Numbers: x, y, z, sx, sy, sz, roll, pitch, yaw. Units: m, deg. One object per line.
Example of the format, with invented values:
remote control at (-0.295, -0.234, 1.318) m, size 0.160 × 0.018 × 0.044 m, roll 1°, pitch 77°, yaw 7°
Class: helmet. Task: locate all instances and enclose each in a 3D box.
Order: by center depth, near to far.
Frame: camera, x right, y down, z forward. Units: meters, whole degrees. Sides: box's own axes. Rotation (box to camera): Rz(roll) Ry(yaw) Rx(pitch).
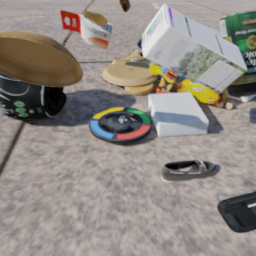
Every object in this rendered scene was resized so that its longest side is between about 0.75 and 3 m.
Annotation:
helmet at (-3.872, -1.578, 10.583) m, size 2.600 × 2.727 × 2.727 m, roll 9°, pitch 34°, yaw 10°

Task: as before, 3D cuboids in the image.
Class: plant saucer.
plant saucer at (-2.451, -1.817, 7.342) m, size 2.632 × 2.632 × 0.466 m, roll 5°, pitch 75°, yaw 8°

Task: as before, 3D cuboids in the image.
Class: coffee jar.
coffee jar at (3.821, -2.348, 9.069) m, size 1.384 × 2.654 × 1.132 m, roll -12°, pitch 14°, yaw -4°

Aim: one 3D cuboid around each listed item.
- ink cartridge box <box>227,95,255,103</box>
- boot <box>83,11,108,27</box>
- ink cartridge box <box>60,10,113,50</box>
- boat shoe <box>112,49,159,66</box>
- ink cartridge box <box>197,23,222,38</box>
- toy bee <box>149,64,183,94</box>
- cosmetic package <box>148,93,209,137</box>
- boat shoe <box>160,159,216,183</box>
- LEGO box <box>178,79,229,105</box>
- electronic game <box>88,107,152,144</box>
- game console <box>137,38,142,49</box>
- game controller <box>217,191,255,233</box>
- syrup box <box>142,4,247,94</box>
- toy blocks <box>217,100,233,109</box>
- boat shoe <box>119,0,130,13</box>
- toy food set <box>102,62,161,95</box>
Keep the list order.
ink cartridge box at (4.840, -2.014, 12.814) m, size 1.921 × 0.810 × 1.403 m, roll 25°, pitch 41°, yaw 33°
boot at (-1.083, -4.037, 10.577) m, size 1.036 × 0.377 × 0.806 m, roll 25°, pitch 11°, yaw 19°
ink cartridge box at (-1.821, -4.146, 11.993) m, size 2.177 × 0.546 × 1.765 m, roll 10°, pitch -8°, yaw -8°
boat shoe at (0.490, -3.933, 15.660) m, size 2.764 × 0.918 × 1.023 m, roll -7°, pitch 34°, yaw -11°
ink cartridge box at (2.887, -3.054, 10.597) m, size 1.656 × 1.637 × 0.389 m, roll 14°, pitch 63°, yaw -16°
toy bee at (1.762, -2.312, 12.845) m, size 1.909 × 1.585 × 2.917 m, roll 35°, pitch 12°, yaw 19°
cosmetic package at (1.830, -0.576, 10.792) m, size 1.769 × 0.606 × 2.346 m, roll -1°, pitch 33°, yaw -6°
boat shoe at (1.800, 1.190, 8.179) m, size 1.750 × 0.499 × 0.585 m, roll -9°, pitch 34°, yaw -13°
LEGO box at (3.297, -1.685, 12.119) m, size 1.855 × 0.716 × 1.381 m, roll 14°, pitch 34°, yaw 38°
electronic game at (-0.282, -0.150, 10.251) m, size 2.326 × 0.484 × 2.326 m, roll 0°, pitch 33°, yaw 0°
game console at (0.986, -2.933, 10.173) m, size 1.145 × 0.679 × 0.986 m, roll 31°, pitch 15°, yaw -14°
game controller at (3.176, 2.068, 7.066) m, size 1.765 × 0.372 × 0.921 m, roll -10°, pitch 49°, yaw -14°
syrup box at (1.871, -2.161, 7.973) m, size 2.840 × 1.118 × 1.156 m, roll 20°, pitch 48°, yaw -23°
toy blocks at (4.127, -1.100, 11.904) m, size 0.642 × 0.280 × 0.770 m, roll 13°, pitch 32°, yaw 17°
boat shoe at (-0.125, -3.559, 7.802) m, size 0.275 × 0.763 × 0.258 m, roll 7°, pitch 66°, yaw 21°
toy food set at (0.156, -2.549, 13.758) m, size 2.799 × 0.681 × 2.771 m, roll 14°, pitch 36°, yaw 21°
